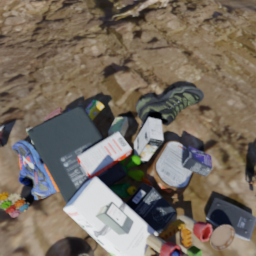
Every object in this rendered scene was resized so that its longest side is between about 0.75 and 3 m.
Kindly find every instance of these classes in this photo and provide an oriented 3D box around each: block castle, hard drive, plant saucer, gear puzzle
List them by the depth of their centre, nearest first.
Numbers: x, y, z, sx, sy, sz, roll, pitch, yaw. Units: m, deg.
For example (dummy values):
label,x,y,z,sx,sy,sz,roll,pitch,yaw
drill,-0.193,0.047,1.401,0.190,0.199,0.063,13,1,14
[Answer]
label,x,y,z,sx,sy,sz,roll,pitch,yaw
block castle,1.276,3.356,6.467,1.513,2.264,1.062,-15,19,-35
plant saucer,2.662,3.095,7.975,0.796,0.796,0.137,-14,15,-13
gear puzzle,-3.428,2.259,8.333,0.633,1.221,0.160,-34,48,-15
hard drive,3.122,2.790,8.528,1.332,0.282,0.899,24,51,21
hard drive,-1.654,0.819,8.916,1.999,0.471,2.864,-28,72,-19

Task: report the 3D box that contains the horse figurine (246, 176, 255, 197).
label,x,y,z,sx,sy,sz,roll,pitch,yaw
horse figurine,4.396,1.497,8.997,0.393,1.575,1.044,34,11,-1

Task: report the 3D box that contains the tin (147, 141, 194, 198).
label,x,y,z,sx,sy,sz,roll,pitch,yaw
tin,1.531,1.293,9.308,1.363,0.510,2.434,37,37,4

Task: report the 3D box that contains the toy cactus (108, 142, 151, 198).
label,x,y,z,sx,sy,sz,roll,pitch,yaw
toy cactus,-0.454,1.595,9.140,2.223,1.377,2.694,-34,62,-15

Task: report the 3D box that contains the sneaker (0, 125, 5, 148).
label,x,y,z,sx,sy,sz,roll,pitch,yaw
sneaker,-4.908,0.398,10.643,0.424,0.648,1.121,-15,30,22

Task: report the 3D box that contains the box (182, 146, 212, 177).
label,x,y,z,sx,sy,sz,roll,pitch,yaw
box,2.247,1.097,9.186,0.881,0.459,0.652,22,35,-5

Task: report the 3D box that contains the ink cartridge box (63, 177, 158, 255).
label,x,y,z,sx,sy,sz,roll,pitch,yaw
ink cartridge box,-0.486,2.459,7.265,2.248,1.636,0.944,43,62,-2

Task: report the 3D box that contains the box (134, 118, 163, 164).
label,x,y,z,sx,sy,sz,roll,pitch,yaw
box,0.672,0.476,9.765,0.467,1.554,0.906,11,50,-15

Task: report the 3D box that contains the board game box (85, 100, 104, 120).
label,x,y,z,sx,sy,sz,roll,pitch,yaw
board game box,-1.525,-0.557,11.094,1.157,0.233,0.885,-51,27,-6

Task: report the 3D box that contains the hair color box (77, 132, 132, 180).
label,x,y,z,sx,sy,sz,roll,pitch,yaw
hair color box,-0.711,0.834,8.520,1.493,0.457,0.758,-31,72,-20

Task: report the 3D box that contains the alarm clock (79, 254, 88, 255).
label,x,y,z,sx,sy,sz,roll,pitch,yaw
alarm clock,-1.671,4.131,6.951,1.475,0.728,2.187,26,54,23

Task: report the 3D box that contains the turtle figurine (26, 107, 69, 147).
label,x,y,z,sx,sy,sz,roll,pitch,yaw
turtle figurine,-2.649,0.167,10.404,1.842,1.900,1.367,-28,85,-15

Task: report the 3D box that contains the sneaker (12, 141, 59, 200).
label,x,y,z,sx,sy,sz,roll,pitch,yaw
sneaker,-3.304,1.361,9.431,1.036,0.995,2.642,-36,53,-24

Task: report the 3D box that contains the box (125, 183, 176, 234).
label,x,y,z,sx,sy,sz,roll,pitch,yaw
box,0.647,2.338,8.111,0.877,1.182,0.633,-47,22,-15

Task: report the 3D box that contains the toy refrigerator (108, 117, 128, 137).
label,x,y,z,sx,sy,sz,roll,pitch,yaw
toy refrigerator,-0.362,0.018,10.653,0.482,0.444,1.270,-2,25,13

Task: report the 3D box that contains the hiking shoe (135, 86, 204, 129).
label,x,y,z,sx,sy,sz,roll,pitch,yaw
hiking shoe,1.746,-0.703,11.243,2.800,1.060,1.409,-16,53,8
